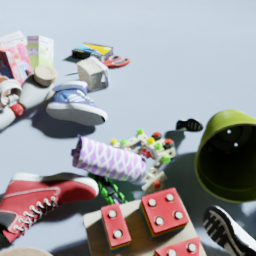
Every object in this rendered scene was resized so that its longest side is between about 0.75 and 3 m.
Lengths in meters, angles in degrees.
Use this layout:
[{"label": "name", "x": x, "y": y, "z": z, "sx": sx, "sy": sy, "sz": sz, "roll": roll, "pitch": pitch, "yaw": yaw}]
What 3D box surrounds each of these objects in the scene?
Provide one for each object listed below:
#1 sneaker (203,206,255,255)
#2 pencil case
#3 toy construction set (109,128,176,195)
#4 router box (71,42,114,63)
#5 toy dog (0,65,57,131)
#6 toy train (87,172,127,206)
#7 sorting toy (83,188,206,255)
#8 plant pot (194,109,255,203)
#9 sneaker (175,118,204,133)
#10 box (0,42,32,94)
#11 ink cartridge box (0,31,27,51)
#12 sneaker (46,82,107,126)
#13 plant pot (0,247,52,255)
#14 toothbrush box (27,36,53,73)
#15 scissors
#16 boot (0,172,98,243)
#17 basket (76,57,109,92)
[{"label": "sneaker", "x": 2.082, "y": 2.205, "z": 5.463, "sx": 0.628, "sy": 0.579, "sz": 1.570, "roll": 25, "pitch": 21, "yaw": -48}, {"label": "pencil case", "x": -0.467, "y": 0.794, "z": 6.540, "sx": 1.788, "sy": 0.764, "sz": 0.750, "roll": 21, "pitch": 68, "yaw": -20}, {"label": "toy construction set", "x": 0.430, "y": 0.684, "z": 6.990, "sx": 1.291, "sy": 0.907, "sz": 1.969, "roll": -21, "pitch": 38, "yaw": -15}, {"label": "router box", "x": -1.638, "y": -3.499, "z": 13.019, "sx": 1.604, "sy": 0.410, "sz": 1.196, "roll": 16, "pitch": 41, "yaw": 20}, {"label": "toy dog", "x": -3.511, "y": -1.122, "z": 8.949, "sx": 1.397, "sy": 1.913, "sz": 2.900, "roll": 33, "pitch": 31, "yaw": 15}, {"label": "toy train", "x": -0.506, "y": 1.454, "z": 6.542, "sx": 0.376, "sy": 0.508, "sz": 1.801, "roll": -17, "pitch": 40, "yaw": -25}, {"label": "sorting toy", "x": 0.388, "y": 2.188, "z": 5.032, "sx": 2.031, "sy": 0.707, "sz": 2.019, "roll": -12, "pitch": 54, "yaw": -15}, {"label": "plant pot", "x": 2.604, "y": 0.451, "z": 6.891, "sx": 1.990, "sy": 1.990, "sz": 1.916, "roll": 6, "pitch": 24, "yaw": 8}, {"label": "sneaker", "x": 1.864, "y": -0.053, "z": 8.262, "sx": 0.448, "sy": 0.417, "sz": 1.129, "roll": 12, "pitch": -1, "yaw": -24}, {"label": "box", "x": -4.127, "y": -2.168, "z": 10.253, "sx": 0.798, "sy": 1.686, "sz": 0.865, "roll": 19, "pitch": 41, "yaw": 27}, {"label": "ink cartridge box", "x": -5.131, "y": -3.431, "z": 12.421, "sx": 1.419, "sy": 0.819, "sz": 1.943, "roll": -27, "pitch": 44, "yaw": -14}, {"label": "sneaker", "x": -1.489, "y": -0.968, "z": 9.160, "sx": 2.155, "sy": 0.868, "sz": 1.578, "roll": 8, "pitch": 54, "yaw": 20}, {"label": "plant pot", "x": -1.539, "y": 2.544, "z": 3.592, "sx": 1.981, "sy": 1.728, "sz": 1.981, "roll": 25, "pitch": 21, "yaw": -10}, {"label": "toothbrush box", "x": -3.499, "y": -2.880, "z": 11.158, "sx": 0.595, "sy": 1.382, "sz": 1.006, "roll": 4, "pitch": 7, "yaw": 17}, {"label": "scissors", "x": -1.209, "y": -2.620, "z": 12.058, "sx": 2.905, "sy": 0.202, "sz": 1.063, "roll": -28, "pitch": 46, "yaw": -32}, {"label": "boot", "x": -1.782, "y": 1.743, "z": 6.004, "sx": 2.155, "sy": 0.780, "sz": 1.555, "roll": -3, "pitch": 38, "yaw": 9}, {"label": "basket", "x": -1.378, "y": -2.058, "z": 10.807, "sx": 0.782, "sy": 0.859, "sz": 1.268, "roll": -23, "pitch": 43, "yaw": -24}]
